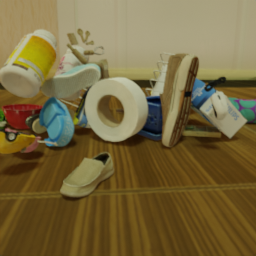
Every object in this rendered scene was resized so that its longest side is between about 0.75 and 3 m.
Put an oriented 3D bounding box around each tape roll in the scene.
[{"bbox_3d":[-0.386,-0.564,8.674,1.945,1.945,0.680,8,18,28],"label":"tape roll"}]

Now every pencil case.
[{"bbox_3d":[4.568,-0.783,11.333,2.408,1.113,1.025,6,6,15],"label":"pencil case"}]

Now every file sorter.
[{"bbox_3d":[1.666,-1.984,11.522,1.307,1.883,1.173,16,-16,23],"label":"file sorter"},{"bbox_3d":[-2.267,-2.026,12.809,1.263,2.028,1.407,21,-9,-8],"label":"file sorter"}]

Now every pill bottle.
[{"bbox_3d":[-2.872,-1.997,8.401,1.151,1.151,2.107,4,53,14],"label":"pill bottle"},{"bbox_3d":[-2.156,-2.129,10.748,1.105,1.105,1.950,3,57,11],"label":"pill bottle"}]

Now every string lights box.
[{"bbox_3d":[2.599,-0.924,9.620,1.431,0.821,2.785,38,10,-32],"label":"string lights box"}]

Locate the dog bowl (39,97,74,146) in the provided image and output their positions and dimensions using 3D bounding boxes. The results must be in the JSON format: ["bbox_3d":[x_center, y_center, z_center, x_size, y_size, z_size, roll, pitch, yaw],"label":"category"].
[{"bbox_3d":[-2.215,-0.166,8.686,0.455,1.022,1.834,22,26,-43],"label":"dog bowl"}]

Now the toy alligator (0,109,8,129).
[{"bbox_3d":[-4.861,-0.245,10.634,0.693,0.502,2.089,-6,22,-22],"label":"toy alligator"}]

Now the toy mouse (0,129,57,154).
[{"bbox_3d":[-3.216,0.257,7.014,2.383,0.519,2.682,9,-4,39],"label":"toy mouse"}]

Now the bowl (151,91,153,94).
[{"bbox_3d":[2.291,-1.332,13.065,2.315,1.087,2.315,-11,18,4],"label":"bowl"}]

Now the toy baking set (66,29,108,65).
[{"bbox_3d":[-1.408,-2.777,10.004,0.208,1.784,1.369,-16,35,43],"label":"toy baking set"}]

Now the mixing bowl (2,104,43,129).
[{"bbox_3d":[-3.935,-0.412,10.513,1.459,0.790,1.459,3,13,-1],"label":"mixing bowl"}]

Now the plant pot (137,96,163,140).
[{"bbox_3d":[0.991,-0.347,9.466,1.383,1.243,1.383,-12,20,-38],"label":"plant pot"}]

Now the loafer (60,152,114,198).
[{"bbox_3d":[-0.860,0.953,6.020,0.620,0.560,1.639,7,17,24],"label":"loafer"}]

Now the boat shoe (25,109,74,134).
[{"bbox_3d":[-2.860,-0.355,10.509,0.673,0.715,1.992,17,24,35],"label":"boat shoe"}]

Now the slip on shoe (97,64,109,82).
[{"bbox_3d":[-1.102,-2.085,12.492,0.578,1.909,0.726,-9,54,-3],"label":"slip on shoe"}]

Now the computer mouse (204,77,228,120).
[{"bbox_3d":[2.428,-0.739,7.444,0.622,1.134,0.249,-22,14,-8],"label":"computer mouse"}]

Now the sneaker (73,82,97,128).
[{"bbox_3d":[-1.283,-0.773,9.693,0.700,1.703,0.630,28,-10,-26],"label":"sneaker"}]

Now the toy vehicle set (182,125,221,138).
[{"bbox_3d":[2.561,0.111,9.855,1.280,0.170,0.795,3,16,10],"label":"toy vehicle set"}]

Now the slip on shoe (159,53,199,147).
[{"bbox_3d":[1.330,-0.826,8.289,0.830,2.739,1.041,18,15,31],"label":"slip on shoe"}]

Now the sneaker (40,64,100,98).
[{"bbox_3d":[-1.802,-1.529,9.040,2.013,0.744,0.825,-13,27,8],"label":"sneaker"}]

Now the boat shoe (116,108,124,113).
[{"bbox_3d":[-0.108,-0.843,13.047,0.968,0.340,0.341,3,16,16],"label":"boat shoe"}]
